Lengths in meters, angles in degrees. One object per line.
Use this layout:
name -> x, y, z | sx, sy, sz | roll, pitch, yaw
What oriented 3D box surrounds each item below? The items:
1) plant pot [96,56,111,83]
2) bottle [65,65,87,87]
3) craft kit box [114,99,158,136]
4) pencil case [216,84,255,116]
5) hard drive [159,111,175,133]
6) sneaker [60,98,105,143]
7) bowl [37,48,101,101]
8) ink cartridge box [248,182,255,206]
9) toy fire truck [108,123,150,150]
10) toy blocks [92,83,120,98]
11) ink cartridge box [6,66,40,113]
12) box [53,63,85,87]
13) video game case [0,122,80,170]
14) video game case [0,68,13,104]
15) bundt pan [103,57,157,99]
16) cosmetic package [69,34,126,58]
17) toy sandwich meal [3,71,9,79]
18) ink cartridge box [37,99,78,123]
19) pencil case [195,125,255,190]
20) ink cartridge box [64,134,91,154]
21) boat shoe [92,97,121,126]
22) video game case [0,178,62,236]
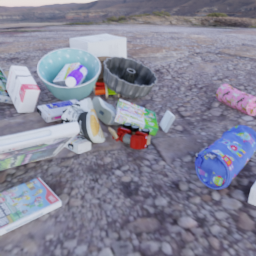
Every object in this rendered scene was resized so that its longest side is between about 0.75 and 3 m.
plant pot -> -1.449, -2.882, 14.993 | 2.085, 0.962, 2.085 | -13, -16, -4
bottle -> -2.178, -2.122, 11.656 | 0.548, 0.701, 1.679 | 41, 22, -13
craft kit box -> 0.300, -0.422, 10.485 | 1.577, 0.382, 1.557 | 19, 27, -9
pencil case -> 4.836, -1.253, 12.247 | 0.884, 0.924, 2.136 | 38, 6, -33
hard drive -> 1.411, -0.245, 10.214 | 0.130, 0.640, 0.971 | 25, 12, -10
sneaker -> -1.597, -0.096, 9.353 | 1.272, 1.098, 2.902 | -19, 21, -7
bowl -> -2.678, -2.307, 13.123 | 2.817, 1.473, 2.817 | 2, 50, -2
ink cartridge box -> 3.668, 1.674, 6.573 | 1.383, 0.461, 0.801 | 19, 31, 34
toy fire truck -> -0.034, 0.275, 8.940 | 1.123, 0.821, 1.276 | 18, 25, 32
toy blocks -> -1.342, -1.902, 13.850 | 1.741, 0.632, 1.451 | -4, 27, -5
ink cartridge box -> -4.507, -1.648, 11.904 | 0.726, 1.247, 1.713 | -7, 48, -43
box -> -2.710, -2.281, 13.058 | 0.763, 0.846, 1.505 | -3, 41, 22
video game case -> -2.782, 0.622, 7.011 | 2.532, 0.325, 2.785 | -13, -10, -30
video game case -> -6.341, -2.248, 12.133 | 2.880, 0.317, 2.626 | 51, 19, 22
bundt pan -> -0.017, -2.308, 13.314 | 2.664, 1.000, 2.664 | 15, 37, -11
cosmetic package -> -1.781, -4.369, 17.121 | 2.693, 2.240, 2.253 | -20, 32, -33
toy sandwich meal -> -6.981, -2.285, 14.248 | 2.817, 0.965, 2.817 | 0, 26, 0
ink cartridge box -> -2.607, -0.706, 11.073 | 1.743, 0.323, 0.826 | -19, 45, -38
pencil case -> 2.791, 0.724, 7.890 | 1.112, 0.999, 2.561 | 41, 41, 21
ink cartridge box -> -1.660, 0.506, 9.128 | 0.779, 0.323, 0.568 | 21, 26, 37
boat shoe -> -0.874, -0.607, 11.195 | 0.718, 0.703, 2.015 | 17, 16, -37
video game case -> -2.665, 1.838, 6.586 | 1.789, 0.156, 1.279 | -20, 32, -36
